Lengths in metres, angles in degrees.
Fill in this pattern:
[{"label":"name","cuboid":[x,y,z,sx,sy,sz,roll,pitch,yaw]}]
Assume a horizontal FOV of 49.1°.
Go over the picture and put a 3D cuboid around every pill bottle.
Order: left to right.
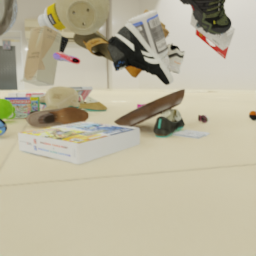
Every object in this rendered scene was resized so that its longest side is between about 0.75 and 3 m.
[{"label":"pill bottle","cuboid":[-2.584,-4.317,10.758,1.717,0.962,0.962,-16,3,24]},{"label":"pill bottle","cuboid":[0.665,-2.575,8.474,0.939,1.650,0.939,-18,24,8]}]

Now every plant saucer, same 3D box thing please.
[{"label":"plant saucer","cuboid":[0.797,-0.582,9.654,2.658,0.426,2.658,-25,-1,-1]}]

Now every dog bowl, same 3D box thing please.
[{"label":"dog bowl","cuboid":[-3.867,-3.309,7.490,1.889,1.889,0.554,1,20,4]}]

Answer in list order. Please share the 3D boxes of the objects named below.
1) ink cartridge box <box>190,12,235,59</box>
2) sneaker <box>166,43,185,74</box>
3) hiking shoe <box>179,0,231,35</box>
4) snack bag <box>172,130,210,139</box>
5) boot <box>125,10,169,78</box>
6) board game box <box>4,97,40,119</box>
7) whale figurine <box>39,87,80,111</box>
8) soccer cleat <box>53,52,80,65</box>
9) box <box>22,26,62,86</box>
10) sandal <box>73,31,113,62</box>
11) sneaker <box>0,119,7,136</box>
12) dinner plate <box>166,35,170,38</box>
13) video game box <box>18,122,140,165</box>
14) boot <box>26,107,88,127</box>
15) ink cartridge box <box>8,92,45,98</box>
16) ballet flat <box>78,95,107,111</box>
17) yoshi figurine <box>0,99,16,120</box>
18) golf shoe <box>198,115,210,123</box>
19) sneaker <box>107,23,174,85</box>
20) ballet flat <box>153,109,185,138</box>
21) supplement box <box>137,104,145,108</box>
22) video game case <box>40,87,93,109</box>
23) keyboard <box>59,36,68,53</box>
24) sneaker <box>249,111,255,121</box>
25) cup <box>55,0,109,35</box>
[{"label":"ink cartridge box","cuboid":[2.519,-2.902,8.652,0.329,1.296,1.471,-33,63,-12]},{"label":"sneaker","cuboid":[1.615,-2.942,11.100,0.843,0.915,2.288,8,28,-25]},{"label":"hiking shoe","cuboid":[1.864,-2.794,6.099,1.949,0.738,0.981,27,-29,-36]},{"label":"snack bag","cuboid":[1.997,0.177,8.746,0.897,0.102,0.951,7,12,38]},{"label":"boot","cuboid":[0.488,-3.277,10.875,1.060,2.156,3.012,31,26,-22]},{"label":"board game box","cuboid":[-4.610,-0.869,12.247,1.440,0.969,0.210,-2,10,-7]},{"label":"whale figurine","cuboid":[-3.233,-0.981,13.101,1.957,1.276,2.460,7,34,1]},{"label":"soccer cleat","cuboid":[-1.758,-2.008,8.085,0.789,0.263,0.302,12,3,-26]},{"label":"box","cuboid":[-2.983,-2.445,9.728,0.897,1.890,0.735,3,-6,36]},{"label":"sandal","cuboid":[-1.369,-3.747,13.159,2.767,1.111,0.747,30,46,0]},{"label":"sneaker","cuboid":[-4.462,-0.166,8.707,2.201,0.780,0.912,3,17,35]},{"label":"dinner plate","cuboid":[1.061,-4.105,12.636,1.607,0.195,1.607,2,12,0]},{"label":"video game box","cuboid":[-1.159,0.272,7.009,2.059,0.529,2.260,4,10,35]},{"label":"boot","cuboid":[-2.744,-0.422,10.542,2.062,0.724,1.507,-5,7,-40]},{"label":"ink cartridge box","cuboid":[-5.903,-1.677,16.962,2.267,0.938,1.661,6,12,33]},{"label":"ballet flat","cuboid":[-2.454,-1.370,15.488,2.691,0.848,0.923,3,10,14]},{"label":"yoshi figurine","cuboid":[-5.522,-0.698,10.594,2.564,1.441,1.436,-4,26,-37]},{"label":"golf shoe","cuboid":[3.136,-0.385,11.347,0.406,0.320,0.881,-1,10,-3]},{"label":"sneaker","cuboid":[0.187,-1.373,6.087,0.890,1.591,0.581,-40,3,4]},{"label":"ballet flat","cuboid":[1.415,-0.224,9.159,0.744,0.749,2.189,3,10,21]},{"label":"supplement box","cuboid":[0.904,-1.049,14.838,0.855,0.433,0.442,-8,13,-38]},{"label":"video game case","cuboid":[-3.580,-1.751,16.326,2.661,0.232,1.902,-8,-25,-39]},{"label":"keyboard","cuboid":[-3.297,-3.473,11.775,0.234,1.094,1.822,40,18,21]},{"label":"sneaker","cuboid":[5.570,-0.432,11.605,0.512,0.422,1.114,2,14,-35]},{"label":"cup","cuboid":[-1.259,-3.235,7.751,1.557,1.557,1.113,-1,36,-7]}]
